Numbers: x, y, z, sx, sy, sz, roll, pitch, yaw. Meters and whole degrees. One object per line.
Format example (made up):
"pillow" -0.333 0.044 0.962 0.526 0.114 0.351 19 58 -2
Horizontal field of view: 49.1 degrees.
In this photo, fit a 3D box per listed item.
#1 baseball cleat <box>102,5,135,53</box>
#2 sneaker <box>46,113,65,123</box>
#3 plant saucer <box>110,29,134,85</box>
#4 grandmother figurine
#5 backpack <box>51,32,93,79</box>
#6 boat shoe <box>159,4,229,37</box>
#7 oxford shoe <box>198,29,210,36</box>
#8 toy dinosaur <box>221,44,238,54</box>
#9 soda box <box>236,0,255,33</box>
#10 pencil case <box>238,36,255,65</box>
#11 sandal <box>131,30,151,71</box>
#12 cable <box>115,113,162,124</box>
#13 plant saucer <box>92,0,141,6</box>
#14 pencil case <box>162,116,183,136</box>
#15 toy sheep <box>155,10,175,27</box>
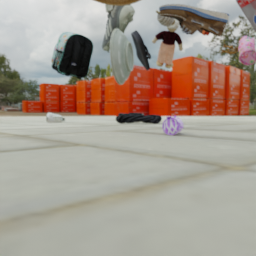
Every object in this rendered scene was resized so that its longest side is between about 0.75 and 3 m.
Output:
"baseball cleat" -0.528 -3.788 10.174 0.746 1.139 2.140 -32 -7 -43
"sneaker" -3.643 -0.492 14.105 0.566 0.497 1.413 4 3 14
"plant saucer" -0.137 -2.466 9.758 0.481 1.916 1.916 0 3 15
"grandmother figurine" 1.608 -3.467 11.315 1.278 2.107 0.638 7 45 -4
"backpack" -1.915 -2.556 9.659 1.256 1.428 1.095 6 23 -41
"boat shoe" 1.325 -2.200 5.785 1.455 0.527 0.526 10 18 0
"oxford shoe" 2.619 -3.371 9.536 0.364 0.357 1.003 34 29 17
"toy dinosaur" 3.819 -2.839 10.356 0.666 0.379 1.253 19 19 12
"soda box" 3.405 -2.660 6.836 0.707 0.781 2.230 -28 -52 33
"pencil case" 3.376 -2.206 7.919 0.487 0.487 1.115 1 38 21
"sandal" 0.762 -3.519 13.021 0.559 0.992 2.609 -31 -21 0
"cable" 0.462 -0.377 12.656 2.144 0.545 1.750 0 7 -43
"plant saucer" -0.497 -3.476 5.317 2.517 0.446 2.517 16 -21 6
"pencil case" 1.029 -0.062 6.354 0.410 0.418 0.978 -1 3 15
"toy sheep" 1.313 -3.906 9.882 0.886 0.611 0.611 20 -6 -27
